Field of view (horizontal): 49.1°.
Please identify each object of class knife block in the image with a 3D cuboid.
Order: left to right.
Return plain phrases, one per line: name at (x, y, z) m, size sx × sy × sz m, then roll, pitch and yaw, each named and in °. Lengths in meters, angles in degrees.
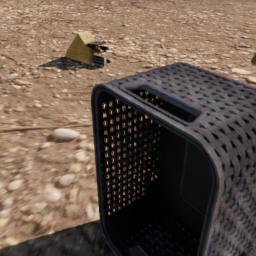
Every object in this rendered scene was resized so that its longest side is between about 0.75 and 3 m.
knife block at (-1.581, -2.962, 11.531) m, size 0.631 × 1.732 × 1.973 m, roll -30°, pitch -3°, yaw -41°

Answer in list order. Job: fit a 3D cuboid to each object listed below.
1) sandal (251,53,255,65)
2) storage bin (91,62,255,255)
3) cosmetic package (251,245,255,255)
sandal at (3.888, -2.052, 6.492) m, size 2.594 × 0.853 × 0.951 m, roll -49°, pitch 9°, yaw -23°
storage bin at (0.580, 0.742, 3.369) m, size 1.230 × 2.624 × 1.774 m, roll -22°, pitch 38°, yaw -30°
cosmetic package at (1.493, 1.965, 2.850) m, size 0.656 × 1.068 × 1.064 m, roll 12°, pitch 33°, yaw 21°
